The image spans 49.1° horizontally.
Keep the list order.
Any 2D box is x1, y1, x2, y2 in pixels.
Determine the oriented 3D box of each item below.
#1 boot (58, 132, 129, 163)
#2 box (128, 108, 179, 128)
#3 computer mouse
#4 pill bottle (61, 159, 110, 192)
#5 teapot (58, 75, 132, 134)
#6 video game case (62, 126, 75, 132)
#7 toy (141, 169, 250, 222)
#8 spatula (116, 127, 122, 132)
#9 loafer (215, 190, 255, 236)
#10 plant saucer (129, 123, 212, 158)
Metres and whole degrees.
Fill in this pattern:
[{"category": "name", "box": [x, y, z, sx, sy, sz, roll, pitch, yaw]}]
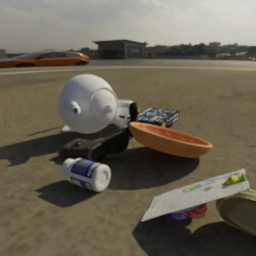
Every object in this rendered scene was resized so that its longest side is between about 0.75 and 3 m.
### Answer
[{"category": "boot", "box": [-1.197, 0.570, 9.861, 1.809, 0.719, 2.077, 6, 21, 44]}, {"category": "box", "box": [1.241, -0.414, 13.341, 1.682, 0.487, 2.116, 8, 23, 32]}, {"category": "computer mouse", "box": [-0.298, -0.480, 12.755, 0.592, 1.480, 2.699, 7, 4, -23]}, {"category": "pill bottle", "box": [-1.202, 1.255, 7.750, 1.301, 0.723, 0.723, 11, 20, 31]}, {"category": "teapot", "box": [-1.378, -0.945, 11.852, 2.021, 2.731, 2.767, 11, 60, 38]}, {"category": "video game case", "box": [-2.619, -0.004, 13.044, 0.709, 0.089, 0.991, 0, 17, 1]}, {"category": "toy", "box": [1.545, 1.631, 6.183, 2.304, 0.544, 1.327, -27, -1, 20]}, {"category": "spatula", "box": [-0.269, 0.283, 11.382, 0.313, 0.114, 1.109, 38, 16, -48]}, {"category": "loafer", "box": [2.811, 1.854, 5.565, 2.214, 0.838, 0.756, 11, 14, 31]}, {"category": "plant saucer", "box": [1.396, 0.434, 9.725, 2.908, 0.544, 2.908, 13, 7, -2]}]
